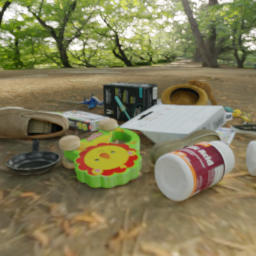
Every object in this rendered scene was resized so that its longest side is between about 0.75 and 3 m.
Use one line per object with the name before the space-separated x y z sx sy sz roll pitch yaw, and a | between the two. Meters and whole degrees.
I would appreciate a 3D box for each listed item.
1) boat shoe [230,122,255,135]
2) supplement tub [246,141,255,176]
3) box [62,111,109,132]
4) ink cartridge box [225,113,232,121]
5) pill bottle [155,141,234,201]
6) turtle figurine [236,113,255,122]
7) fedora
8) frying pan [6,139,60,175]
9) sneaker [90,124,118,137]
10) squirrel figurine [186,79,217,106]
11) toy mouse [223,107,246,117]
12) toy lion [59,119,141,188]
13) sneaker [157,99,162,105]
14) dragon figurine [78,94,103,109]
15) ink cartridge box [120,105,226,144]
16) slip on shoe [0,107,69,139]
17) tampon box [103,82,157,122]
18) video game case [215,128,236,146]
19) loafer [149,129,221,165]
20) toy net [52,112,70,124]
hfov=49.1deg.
boat shoe | 4.384 -0.023 10.278 1.195 0.381 0.423 10 27 36
supplement tub | 3.686 0.785 7.004 1.218 0.886 0.886 2 16 7
box | -2.014 -0.318 11.894 2.235 0.388 1.230 13 20 39
ink cartridge box | 3.303 -0.353 11.661 1.477 0.320 1.463 -15 10 -41
pill bottle | 1.560 0.896 6.365 1.784 1.018 1.018 -13 20 -38
turtle figurine | 5.252 -0.416 12.424 0.947 0.305 0.763 19 24 17
fedora | 2.462 -1.069 12.417 2.183 0.890 2.183 -3 41 3
frying pan | -2.797 0.832 7.875 1.359 0.366 2.247 -11 17 -36
sneaker | -0.815 0.416 9.258 1.363 0.558 0.504 -33 37 -22
squirrel figurine | 3.392 -1.525 13.659 1.266 1.789 1.670 -11 20 -10
toy mouse | 4.824 -0.805 13.798 1.564 0.303 1.390 -9 18 -30
toy lion | -0.527 0.682 7.486 2.252 0.807 2.349 19 33 35
sneaker | 1.787 -1.208 14.714 0.505 0.584 1.347 -4 17 -36
dragon figurine | -1.994 -1.306 15.121 1.624 0.808 0.478 -25 3 17
ink cartridge box | 1.574 -0.110 10.028 2.973 0.848 2.416 0 24 46
slip on shoe | -3.629 -0.076 9.910 2.972 1.130 0.900 5 15 -12
tampon box | 0.094 -1.200 12.777 2.122 1.591 1.340 9 18 29
video game case | 3.149 0.261 10.259 1.296 0.163 1.810 8 17 27
loafer | 1.707 0.671 7.647 2.305 0.877 0.777 -16 30 -23
toy net | -3.319 -0.270 11.298 1.817 0.351 0.953 -7 -12 19
